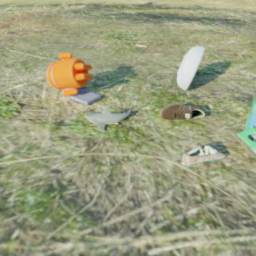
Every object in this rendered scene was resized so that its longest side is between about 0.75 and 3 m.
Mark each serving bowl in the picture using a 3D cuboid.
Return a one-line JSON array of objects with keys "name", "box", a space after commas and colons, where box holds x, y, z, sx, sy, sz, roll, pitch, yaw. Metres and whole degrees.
[{"name": "serving bowl", "box": [2.847, -2.894, 13.316, 0.711, 2.162, 2.162, 23, 36, 4]}]

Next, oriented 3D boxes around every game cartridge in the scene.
[{"name": "game cartridge", "box": [-2.072, -1.423, 12.895, 1.389, 0.267, 0.901, 22, 43, 33]}]

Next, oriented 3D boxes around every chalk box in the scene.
[{"name": "chalk box", "box": [5.062, 0.066, 9.082, 2.925, 1.811, 1.820, -8, 33, -14]}]

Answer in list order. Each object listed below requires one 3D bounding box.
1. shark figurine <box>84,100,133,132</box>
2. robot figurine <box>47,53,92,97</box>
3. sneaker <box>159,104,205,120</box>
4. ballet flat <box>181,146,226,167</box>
[{"name": "shark figurine", "box": [-0.604, -0.583, 11.021, 2.095, 0.874, 1.251, -12, 34, -15]}, {"name": "robot figurine", "box": [-2.678, -2.398, 12.488, 2.252, 1.620, 1.313, -2, 44, 30]}, {"name": "sneaker", "box": [2.186, -0.609, 11.144, 1.820, 0.641, 0.687, -7, 20, -13]}, {"name": "ballet flat", "box": [2.425, 0.866, 8.938, 1.541, 0.518, 0.525, -10, 4, -16]}]
